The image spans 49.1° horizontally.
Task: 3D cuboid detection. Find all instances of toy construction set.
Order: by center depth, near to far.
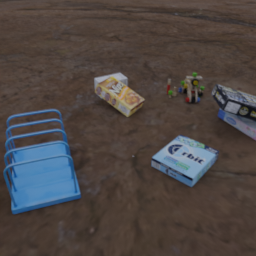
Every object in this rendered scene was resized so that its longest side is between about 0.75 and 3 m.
[{"bbox_3d":[2.556,-1.942,12.440,1.645,1.264,1.372,8,34,14],"label":"toy construction set"}]

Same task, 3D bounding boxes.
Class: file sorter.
[{"bbox_3d":[-2.527,0.791,7.987,1.763,1.558,2.540,-11,35,-15],"label":"file sorter"}]

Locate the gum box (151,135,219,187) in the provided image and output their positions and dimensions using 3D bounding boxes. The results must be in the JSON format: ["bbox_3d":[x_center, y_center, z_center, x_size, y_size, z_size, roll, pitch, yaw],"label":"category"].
[{"bbox_3d":[1.802,0.964,8.792,1.434,0.376,1.688,25,40,32],"label":"gum box"}]

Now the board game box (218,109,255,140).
[{"bbox_3d":[4.885,-0.397,10.828,1.940,0.421,1.931,-18,37,-25],"label":"board game box"}]

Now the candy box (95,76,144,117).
[{"bbox_3d":[-0.356,-1.336,11.656,1.815,0.502,1.048,38,44,13],"label":"candy box"}]

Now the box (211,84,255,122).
[{"bbox_3d":[4.176,-0.832,9.978,2.114,0.519,1.704,16,28,-6],"label":"box"}]

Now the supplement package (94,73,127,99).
[{"bbox_3d":[-0.780,-1.952,12.925,1.347,0.738,0.766,-17,37,-24],"label":"supplement package"}]
